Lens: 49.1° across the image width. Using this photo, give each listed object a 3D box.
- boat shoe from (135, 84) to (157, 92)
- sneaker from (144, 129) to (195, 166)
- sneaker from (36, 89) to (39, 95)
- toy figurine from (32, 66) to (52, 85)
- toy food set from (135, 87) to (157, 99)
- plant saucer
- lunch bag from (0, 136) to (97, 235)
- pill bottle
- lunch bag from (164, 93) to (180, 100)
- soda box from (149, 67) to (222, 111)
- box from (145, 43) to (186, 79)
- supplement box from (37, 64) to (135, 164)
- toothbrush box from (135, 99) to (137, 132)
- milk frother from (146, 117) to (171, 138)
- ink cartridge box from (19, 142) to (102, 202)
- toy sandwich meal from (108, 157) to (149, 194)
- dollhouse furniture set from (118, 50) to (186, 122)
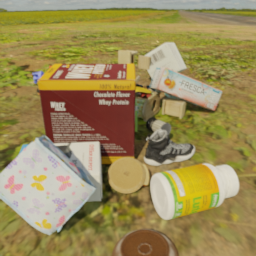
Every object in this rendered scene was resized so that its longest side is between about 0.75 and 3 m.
[{"bbox_3d":[0.777,-1.936,13.949,1.330,0.604,0.471,-10,67,11],"label":"boat shoe"},{"bbox_3d":[1.352,0.535,8.862,1.802,1.026,0.680,-11,25,-20],"label":"sneaker"},{"bbox_3d":[-3.823,-1.502,13.293,1.077,0.485,0.377,29,69,11],"label":"sneaker"},{"bbox_3d":[-4.558,-2.821,14.817,2.200,1.161,1.318,3,-1,38],"label":"toy figurine"},{"bbox_3d":[0.523,-1.435,11.866,1.381,0.451,0.812,4,20,-31],"label":"toy food set"},{"bbox_3d":[0.340,2.531,5.697,1.377,0.252,1.377,-3,26,1],"label":"plant saucer"},{"bbox_3d":[-1.765,1.258,6.088,1.707,1.448,1.085,43,-2,-3],"label":"lunch bag"},{"bbox_3d":[1.643,1.486,6.877,1.973,1.096,1.096,-9,28,-17],"label":"pill bottle"},{"bbox_3d":[2.402,-1.935,14.239,1.028,0.736,1.207,-7,33,-13],"label":"lunch bag"},{"bbox_3d":[2.484,-1.656,12.007,2.956,0.940,1.011,18,6,-21],"label":"soda box"},{"bbox_3d":[2.007,-3.582,15.540,1.691,1.699,1.456,-26,3,30],"label":"box"},{"bbox_3d":[-1.132,-0.488,8.977,2.720,2.758,1.831,0,26,0],"label":"supplement box"},{"bbox_3d":[-0.467,-0.461,10.658,1.603,1.167,0.690,-4,28,-4],"label":"toothbrush box"},{"bbox_3d":[1.178,0.084,9.961,0.857,0.774,0.806,-1,18,-35],"label":"milk frother"},{"bbox_3d":[-1.841,1.187,7.634,2.217,0.928,1.609,-2,28,-5],"label":"ink cartridge box"},{"bbox_3d":[0.005,1.328,7.789,1.157,0.396,1.157,-2,60,3],"label":"toy sandwich meal"},{"bbox_3d":[0.806,-1.733,11.668,2.954,2.612,1.642,14,30,26],"label":"dollhouse furniture set"}]
